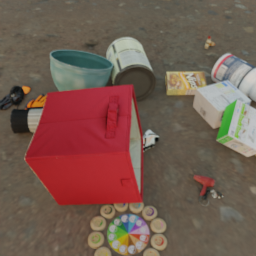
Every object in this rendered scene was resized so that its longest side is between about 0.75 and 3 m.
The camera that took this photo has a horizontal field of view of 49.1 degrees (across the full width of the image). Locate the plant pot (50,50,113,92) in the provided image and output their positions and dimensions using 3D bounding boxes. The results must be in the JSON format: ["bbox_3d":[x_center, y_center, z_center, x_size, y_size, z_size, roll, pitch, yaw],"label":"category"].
[{"bbox_3d":[-2.042,-2.069,11.740,2.550,1.709,2.550,11,26,-6],"label":"plant pot"}]

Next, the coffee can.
[{"bbox_3d":[0.076,-2.623,12.472,1.822,1.822,2.489,-7,45,-7],"label":"coffee can"}]

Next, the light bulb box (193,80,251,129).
[{"bbox_3d":[3.776,-0.987,11.436,1.569,0.979,1.555,-17,47,-16],"label":"light bulb box"}]

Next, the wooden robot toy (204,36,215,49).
[{"bbox_3d":[4.579,-4.723,15.517,0.518,0.503,1.141,22,42,7],"label":"wooden robot toy"}]

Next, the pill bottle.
[{"bbox_3d":[5.001,-2.145,12.313,1.403,1.403,2.347,-29,52,-26],"label":"pill bottle"}]

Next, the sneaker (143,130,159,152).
[{"bbox_3d":[0.655,0.587,10.221,0.534,0.492,1.335,27,51,22],"label":"sneaker"}]

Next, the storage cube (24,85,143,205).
[{"bbox_3d":[-1.009,0.609,8.403,2.689,2.992,2.557,-4,49,8],"label":"storage cube"}]

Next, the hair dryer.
[{"bbox_3d":[2.478,1.915,9.023,0.818,0.292,1.075,-17,47,-15],"label":"hair dryer"}]

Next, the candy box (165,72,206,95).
[{"bbox_3d":[2.601,-2.012,12.669,1.743,0.482,1.006,-1,62,0],"label":"candy box"}]

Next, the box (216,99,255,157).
[{"bbox_3d":[4.072,0.009,9.939,1.358,0.744,1.539,27,65,-8],"label":"box"}]

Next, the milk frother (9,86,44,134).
[{"bbox_3d":[-3.593,-0.687,10.637,1.551,1.649,1.488,-2,49,-2],"label":"milk frother"}]

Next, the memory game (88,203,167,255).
[{"bbox_3d":[-0.011,3.014,8.018,2.301,0.147,2.301,0,45,0],"label":"memory game"}]

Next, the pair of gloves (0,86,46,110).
[{"bbox_3d":[-4.484,-1.151,12.136,2.003,0.248,1.785,19,48,19],"label":"pair of gloves"}]
